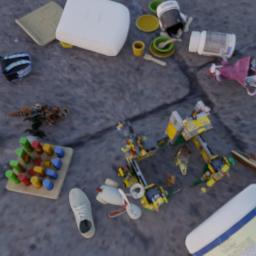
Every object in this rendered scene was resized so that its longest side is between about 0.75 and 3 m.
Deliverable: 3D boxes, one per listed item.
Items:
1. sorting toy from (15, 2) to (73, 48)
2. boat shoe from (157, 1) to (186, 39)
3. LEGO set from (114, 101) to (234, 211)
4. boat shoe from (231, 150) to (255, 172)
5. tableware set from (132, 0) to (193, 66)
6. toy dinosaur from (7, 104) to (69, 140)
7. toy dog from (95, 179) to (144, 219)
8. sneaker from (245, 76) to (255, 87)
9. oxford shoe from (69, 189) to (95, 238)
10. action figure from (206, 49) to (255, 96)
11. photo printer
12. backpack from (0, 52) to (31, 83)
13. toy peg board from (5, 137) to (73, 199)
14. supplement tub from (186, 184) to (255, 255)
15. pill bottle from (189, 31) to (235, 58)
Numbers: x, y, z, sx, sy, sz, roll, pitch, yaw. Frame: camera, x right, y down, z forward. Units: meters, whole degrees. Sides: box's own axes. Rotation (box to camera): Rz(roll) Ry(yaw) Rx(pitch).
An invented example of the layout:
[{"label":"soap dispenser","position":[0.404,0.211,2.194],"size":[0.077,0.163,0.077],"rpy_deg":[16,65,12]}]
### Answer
[{"label":"sorting toy","position":[-2.712,-3.597,10.231],"size":[1.787,0.321,2.399],"rpy_deg":[-37,69,-21]},{"label":"boat shoe","position":[1.508,-3.299,9.089],"size":[0.866,2.476,0.820],"rpy_deg":[-17,90,13]},{"label":"LEGO set","position":[1.226,0.651,6.977],"size":[2.937,1.702,2.259],"rpy_deg":[-14,65,-11]},{"label":"boat shoe","position":[3.339,0.855,7.606],"size":[1.072,0.387,0.386],"rpy_deg":[32,74,29]},{"label":"tableware set","position":[1.074,-3.593,10.125],"size":[1.911,0.435,2.837],"rpy_deg":[25,65,13]},{"label":"toy dinosaur","position":[-2.625,-0.317,8.259],"size":[1.663,0.850,1.129],"rpy_deg":[-16,37,6]},{"label":"toy dog","position":[-0.315,1.665,6.639],"size":[1.292,0.622,0.852],"rpy_deg":[1,76,36]},{"label":"sneaker","position":[4.315,-1.587,9.044],"size":[1.417,0.498,0.568],"rpy_deg":[0,69,7]},{"label":"oxford shoe","position":[-1.152,2.095,6.966],"size":[0.471,0.362,1.253],"rpy_deg":[-22,70,-1]},{"label":"action figure","position":[3.258,-1.767,8.860],"size":[1.593,1.186,1.067],"rpy_deg":[11,66,50]},{"label":"photo printer","position":[-1.110,-3.553,9.609],"size":[2.251,0.782,1.873],"rpy_deg":[16,74,-5]},{"label":"backpack","position":[-3.616,-2.003,9.134],"size":[0.945,0.636,0.863],"rpy_deg":[-21,63,-10]},{"label":"toy peg board","position":[-2.411,0.981,7.425],"size":[1.435,0.705,1.441],"rpy_deg":[9,62,8]},{"label":"supplement tub","position":[2.853,2.881,5.622],"size":[2.133,2.133,2.942],"rpy_deg":[-32,67,-16]},{"label":"pill bottle","position":[2.821,-2.850,9.511],"size":[1.393,0.793,0.793],"rpy_deg":[9,62,4]}]
